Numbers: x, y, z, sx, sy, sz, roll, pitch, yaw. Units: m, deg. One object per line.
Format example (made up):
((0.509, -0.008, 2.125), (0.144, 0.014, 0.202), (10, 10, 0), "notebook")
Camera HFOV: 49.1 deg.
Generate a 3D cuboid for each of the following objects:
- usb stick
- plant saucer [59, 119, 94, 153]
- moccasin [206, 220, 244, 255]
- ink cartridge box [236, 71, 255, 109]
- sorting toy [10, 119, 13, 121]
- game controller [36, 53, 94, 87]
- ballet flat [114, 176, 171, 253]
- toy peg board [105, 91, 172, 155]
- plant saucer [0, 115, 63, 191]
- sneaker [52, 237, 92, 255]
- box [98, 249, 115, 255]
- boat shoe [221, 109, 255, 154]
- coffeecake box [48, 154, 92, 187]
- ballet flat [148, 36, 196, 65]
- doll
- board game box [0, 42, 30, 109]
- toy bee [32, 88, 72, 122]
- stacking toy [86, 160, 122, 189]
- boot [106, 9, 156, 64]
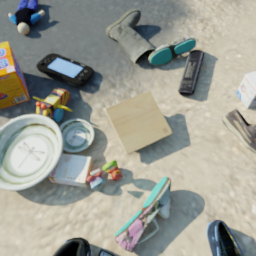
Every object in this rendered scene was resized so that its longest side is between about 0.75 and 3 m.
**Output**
((2.780, -2.454, 12.263), (0.728, 0.428, 2.624), (7, 57, 23), "usb stick")
((-1.990, 0.354, 10.601), (1.446, 0.363, 1.446), (0, 58, 1), "plant saucer")
((2.933, 3.963, 8.051), (1.043, 0.884, 2.592), (-17, 60, -11), "moccasin")
((4.942, -1.514, 11.245), (0.521, 1.232, 0.890), (-18, 60, -11), "ink cartridge box")
((-4.066, 0.011, 10.832), (1.300, 0.191, 0.961), (-2, 57, 8), "sorting toy")
((-2.763, -2.579, 12.333), (2.460, 0.518, 1.283), (24, 61, 13), "game controller")
((0.704, 2.781, 8.895), (0.942, 0.915, 2.647), (43, 71, 3), "ballet flat")
((0.349, -0.118, 10.730), (1.894, 0.927, 1.887), (-24, 77, -13), "toy peg board")
((-3.570, 0.908, 9.915), (2.853, 0.716, 2.853), (-5, 61, 8), "plant saucer")
((-1.964, 4.296, 7.386), (1.084, 1.659, 2.966), (18, 60, 11), "sneaker")
((-0.305, 4.752, 7.822), (2.001, 0.475, 1.932), (20, 58, 13), "box")
((4.415, 0.179, 10.188), (2.148, 0.787, 0.800), (44, 29, 10), "boat shoe")
((-2.005, 1.474, 9.843), (1.269, 0.464, 0.974), (7, 58, 4), "coffeecake box")
((1.924, -3.530, 12.783), (2.326, 0.837, 0.837), (-23, 61, -4), "ballet flat")
((-5.122, -5.794, 14.251), (1.803, 0.640, 2.643), (-1, 58, 1), "doll")
((-5.239, -2.018, 11.237), (1.765, 1.764, 1.764), (-19, 60, -11), "board game box")
((-2.949, -0.716, 10.717), (1.599, 1.328, 2.443), (1, 58, -1), "toy bee")
((-0.740, 1.628, 9.424), (1.227, 1.110, 0.518), (-27, 74, -17), "stacking toy")
((0.411, -4.344, 13.208), (2.248, 0.897, 2.472), (-42, 59, -7), "boot")
